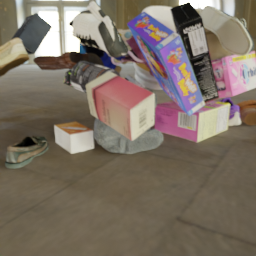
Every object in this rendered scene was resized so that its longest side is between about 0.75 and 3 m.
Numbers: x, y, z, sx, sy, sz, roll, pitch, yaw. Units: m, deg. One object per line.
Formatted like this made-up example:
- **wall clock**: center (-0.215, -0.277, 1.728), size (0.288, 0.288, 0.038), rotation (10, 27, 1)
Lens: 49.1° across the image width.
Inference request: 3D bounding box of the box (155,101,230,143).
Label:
- **box**: center (2.449, -0.408, 10.700), size (2.189, 1.058, 1.925), rotation (-15, 23, -42)

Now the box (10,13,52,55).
- **box**: center (-3.270, -3.105, 9.368), size (0.706, 1.139, 1.119), rotation (36, -10, -34)

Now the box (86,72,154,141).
- **box**: center (-0.184, -0.537, 6.573), size (1.475, 0.943, 0.804), rotation (31, 53, 33)

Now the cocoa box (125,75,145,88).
- **cocoa box**: center (0.198, -1.758, 11.828), size (0.554, 0.545, 0.831), rotation (44, 14, 35)

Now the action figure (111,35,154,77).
- **action figure**: center (0.910, -2.455, 10.104), size (2.419, 1.620, 1.801), rotation (45, 56, 7)

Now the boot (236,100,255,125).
- **boot**: center (5.927, -0.686, 12.012), size (2.509, 0.962, 1.948), rotation (-9, 17, 10)

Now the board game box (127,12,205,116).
- **board game box**: center (1.187, -1.833, 8.357), size (0.629, 2.811, 1.890), rotation (-36, 48, 2)

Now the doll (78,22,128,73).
- **doll**: center (-1.106, -3.371, 11.200), size (2.881, 1.966, 0.698), rotation (33, 7, -47)

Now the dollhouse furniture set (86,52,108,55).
- **dollhouse furniture set**: center (-1.559, -3.195, 12.461), size (1.083, 0.558, 1.071), rotation (-27, 52, -25)

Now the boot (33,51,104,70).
- **boot**: center (-2.145, -2.289, 10.161), size (2.023, 0.650, 1.886), rotation (0, -7, 37)

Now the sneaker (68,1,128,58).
- **sneaker**: center (-0.750, -2.164, 6.600), size (0.959, 0.884, 2.398), rotation (-32, 41, 1)

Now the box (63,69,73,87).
- **box**: center (-2.353, -2.110, 12.193), size (0.754, 0.560, 0.469), rotation (18, -18, -32)

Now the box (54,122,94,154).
- **box**: center (-1.783, 0.288, 9.153), size (0.807, 0.633, 1.298), rotation (-12, 21, -34)

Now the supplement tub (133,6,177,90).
- **supplement tub**: center (1.383, -3.351, 11.916), size (2.146, 2.972, 2.146), rotation (5, 40, -5)

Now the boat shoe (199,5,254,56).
- **boat shoe**: center (3.221, -3.113, 8.991), size (0.773, 0.936, 2.500), rotation (-2, 41, -31)

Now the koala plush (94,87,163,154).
- **koala plush**: center (-0.331, -0.333, 9.119), size (2.089, 2.016, 2.273), rotation (-18, 25, -16)

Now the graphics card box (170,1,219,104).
- **graphics card box**: center (2.134, -2.370, 8.968), size (0.714, 2.806, 1.760), rotation (-19, 36, 13)

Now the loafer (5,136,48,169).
- **loafer**: center (-2.930, 0.544, 8.318), size (0.717, 0.628, 1.997), rotation (2, 17, 8)

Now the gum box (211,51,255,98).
- **gum box**: center (3.971, -2.002, 10.512), size (2.424, 1.375, 0.801), rotation (-20, 11, -40)

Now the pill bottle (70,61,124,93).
- **pill bottle**: center (-0.887, -1.438, 8.751), size (1.859, 0.987, 0.987), rotation (24, 28, 37)

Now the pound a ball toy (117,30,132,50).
- **pound a ball toy**: center (-0.505, -4.215, 12.761), size (1.854, 1.209, 0.788), rotation (-1, -16, 15)

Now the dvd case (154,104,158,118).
- **dvd case**: center (1.005, -0.859, 13.621), size (2.856, 0.228, 2.124), rotation (-4, 18, -13)

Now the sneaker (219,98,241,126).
- **sneaker**: center (4.179, -0.863, 12.219), size (1.022, 1.058, 2.535), rotation (-3, 17, -10)

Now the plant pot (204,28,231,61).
- **plant pot**: center (3.646, -3.287, 11.552), size (1.662, 1.442, 1.662), rotation (5, -2, 0)

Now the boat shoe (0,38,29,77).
- **boat shoe**: center (-3.996, -1.984, 8.409), size (2.164, 0.703, 0.781), rotation (-20, 2, 17)
